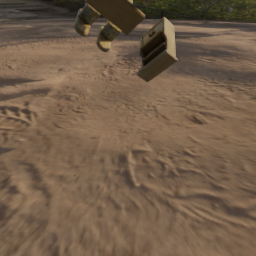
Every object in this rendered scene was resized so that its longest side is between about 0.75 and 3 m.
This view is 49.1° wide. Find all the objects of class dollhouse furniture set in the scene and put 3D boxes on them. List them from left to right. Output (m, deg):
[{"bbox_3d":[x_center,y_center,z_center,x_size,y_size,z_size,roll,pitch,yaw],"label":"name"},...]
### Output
[{"bbox_3d":[0.055,-2.745,7.596,2.537,2.224,1.686,30,46,-30],"label":"dollhouse furniture set"}]
